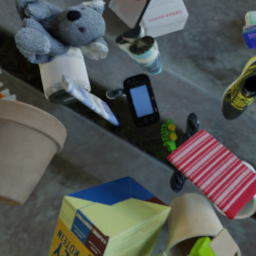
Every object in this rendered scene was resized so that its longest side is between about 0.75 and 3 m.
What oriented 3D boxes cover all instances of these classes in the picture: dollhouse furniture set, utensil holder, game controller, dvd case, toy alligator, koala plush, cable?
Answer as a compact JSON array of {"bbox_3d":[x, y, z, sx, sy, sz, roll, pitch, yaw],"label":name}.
[{"bbox_3d":[-3.996,-1.119,7.869,1.617,1.600,0.833,36,49,25],"label":"dollhouse furniture set"},{"bbox_3d":[2.955,1.638,7.692,1.081,1.271,1.081,11,120,19],"label":"utensil holder"},{"bbox_3d":[0.394,-0.782,8.189,0.805,0.325,1.543,-15,100,11],"label":"game controller"},{"bbox_3d":[0.024,-4.099,9.039,0.149,1.212,1.699,-5,48,-42],"label":"dvd case"},{"bbox_3d":[1.464,3.159,6.077,1.162,2.316,1.517,-21,73,-40],"label":"dollhouse furniture set"},{"bbox_3d":[1.113,0.350,7.788,0.365,0.398,1.344,3,68,-16],"label":"toy alligator"},{"bbox_3d":[-1.702,-2.761,7.747,2.301,2.115,2.041,-7,81,-4],"label":"koala plush"},{"bbox_3d":[1.638,0.717,7.757,0.555,1.784,2.186,16,75,9],"label":"cable"}]

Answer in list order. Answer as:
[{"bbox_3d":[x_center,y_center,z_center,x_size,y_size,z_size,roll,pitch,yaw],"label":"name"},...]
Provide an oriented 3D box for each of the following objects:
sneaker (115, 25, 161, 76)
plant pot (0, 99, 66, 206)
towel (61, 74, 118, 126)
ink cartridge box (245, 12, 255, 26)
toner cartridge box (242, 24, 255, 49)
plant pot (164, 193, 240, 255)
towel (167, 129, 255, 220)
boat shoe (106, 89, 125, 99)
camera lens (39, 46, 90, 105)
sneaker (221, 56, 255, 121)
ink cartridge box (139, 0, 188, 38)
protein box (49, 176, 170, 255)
[{"bbox_3d":[0.298,-2.124,7.867,0.870,0.968,2.242,-29,37,5],"label":"sneaker"},{"bbox_3d":[-2.922,0.722,6.866,2.333,2.333,2.034,11,63,2],"label":"plant pot"},{"bbox_3d":[-1.102,-0.813,7.986,1.821,1.338,0.217,36,99,-30],"label":"towel"},{"bbox_3d":[5.377,-3.878,10.818,1.506,0.377,1.212,-3,79,1],"label":"ink cartridge box"},{"bbox_3d":[3.727,-2.435,7.148,1.375,0.653,0.297,0,65,38],"label":"toner cartridge box"},{"bbox_3d":[1.690,2.611,7.075,1.756,1.607,1.756,1,120,1],"label":"plant pot"},{"bbox_3d":[1.935,0.959,6.196,1.333,0.207,1.843,-33,65,-29],"label":"towel"},{"bbox_3d":[-0.336,-1.144,9.107,0.807,0.267,0.301,-9,78,-38],"label":"boat shoe"},{"bbox_3d":[-2.248,-1.897,9.813,1.550,1.550,1.937,-14,78,-3],"label":"camera lens"},{"bbox_3d":[3.169,-0.980,7.779,0.782,2.101,0.889,25,40,10],"label":"sneaker"},{"bbox_3d":[1.042,-4.752,10.662,1.667,0.962,2.297,-18,80,-3],"label":"ink cartridge box"},{"bbox_3d":[-0.493,2.683,6.789,1.502,2.210,2.226,32,114,34],"label":"protein box"}]
